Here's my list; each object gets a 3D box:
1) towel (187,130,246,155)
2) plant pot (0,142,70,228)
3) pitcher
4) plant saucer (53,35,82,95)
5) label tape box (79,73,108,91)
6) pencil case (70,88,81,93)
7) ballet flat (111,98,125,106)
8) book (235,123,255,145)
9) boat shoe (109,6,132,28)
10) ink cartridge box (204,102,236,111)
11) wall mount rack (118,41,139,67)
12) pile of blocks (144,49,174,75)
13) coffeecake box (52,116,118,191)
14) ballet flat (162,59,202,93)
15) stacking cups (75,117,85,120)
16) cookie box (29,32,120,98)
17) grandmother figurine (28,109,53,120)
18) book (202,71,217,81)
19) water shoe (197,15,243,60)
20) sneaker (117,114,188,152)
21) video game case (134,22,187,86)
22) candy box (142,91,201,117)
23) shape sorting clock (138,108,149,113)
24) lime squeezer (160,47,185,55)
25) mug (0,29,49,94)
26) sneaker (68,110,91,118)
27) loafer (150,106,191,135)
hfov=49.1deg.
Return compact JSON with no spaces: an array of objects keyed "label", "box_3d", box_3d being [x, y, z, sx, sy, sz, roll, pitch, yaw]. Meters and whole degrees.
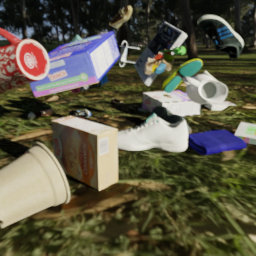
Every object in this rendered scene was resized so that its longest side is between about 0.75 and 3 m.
[{"label":"towel","box_3d":[3.242,0.574,10.480,1.890,0.468,1.396,-7,25,-22]},{"label":"plant pot","box_3d":[-2.379,1.352,6.256,1.484,1.621,1.621,-27,30,-36]},{"label":"pitcher","box_3d":[2.402,-1.391,9.562,1.462,1.033,1.704,26,8,-6]},{"label":"plant saucer","box_3d":[-2.849,-2.787,12.647,0.984,2.816,0.267,40,9,-23]},{"label":"label tape box","box_3d":[-1.683,-2.492,13.482,1.480,1.067,0.468,-18,22,-16]},{"label":"pencil case","box_3d":[-2.912,-2.518,14.800,0.784,0.760,1.675,5,40,-38]},{"label":"ballet flat","box_3d":[-0.677,-1.665,17.924,0.509,0.350,1.512,-9,19,-28]},{"label":"book","box_3d":[5.423,0.386,11.102,2.108,0.507,1.408,11,23,28]},{"label":"boat shoe","box_3d":[-0.223,-3.347,8.486,0.275,0.321,0.877,-6,-22,-44]},{"label":"ink cartridge box","box_3d":[5.561,-1.335,16.926,1.517,0.380,1.221,3,16,-6]},{"label":"wall mount rack","box_3d":[0.007,-3.713,14.249,0.481,1.290,1.121,23,22,38]},{"label":"pile of blocks","box_3d":[1.191,-2.322,9.714,0.686,0.520,1.672,38,49,12]},{"label":"coffeecake box","box_3d":[-1.282,0.653,8.118,2.068,1.587,0.755,15,22,40]},{"label":"ballet flat","box_3d":[2.405,-2.495,12.878,0.730,2.186,0.733,33,33,-26]},{"label":"stacking cups","box_3d":[-2.617,-0.465,14.118,0.840,0.254,0.254,-2,17,-4]},{"label":"cookie box","box_3d":[-1.852,-2.319,9.936,2.443,1.073,2.856,-9,27,20]},{"label":"grandmother figurine","box_3d":[-4.664,-0.728,14.844,1.365,0.413,0.828,-22,1,-45]},{"label":"book","box_3d":[2.977,-1.595,10.997,0.717,1.074,0.258,44,44,12]},{"label":"water shoe","box_3d":[2.907,-2.825,8.763,1.798,0.709,0.643,26,-21,-19]},{"label":"sneaker","box_3d":[0.709,0.121,10.376,2.958,1.309,1.113,1,18,3]},{"label":"video game case","box_3d":[1.229,-3.171,11.770,0.306,2.386,2.624,30,20,-22]},{"label":"candy box","box_3d":[2.369,-1.352,15.594,2.537,0.908,2.128,-6,23,-25]},{"label":"shape sorting clock","box_3d":[1.064,-1.069,16.234,0.985,0.193,0.985,0,17,0]},{"label":"lime squeezer","box_3d":[1.587,-2.535,9.342,0.516,0.276,1.462,-24,22,-9]},{"label":"mug","box_3d":[-3.479,-1.882,7.957,2.035,1.807,1.358,-4,52,34]},{"label":"sneaker","box_3d":[-2.520,-0.660,14.572,1.282,0.503,0.571,0,-7,21]},{"label":"loafer","box_3d":[1.888,-0.264,12.827,0.839,0.958,2.667,36,2,-28]}]
